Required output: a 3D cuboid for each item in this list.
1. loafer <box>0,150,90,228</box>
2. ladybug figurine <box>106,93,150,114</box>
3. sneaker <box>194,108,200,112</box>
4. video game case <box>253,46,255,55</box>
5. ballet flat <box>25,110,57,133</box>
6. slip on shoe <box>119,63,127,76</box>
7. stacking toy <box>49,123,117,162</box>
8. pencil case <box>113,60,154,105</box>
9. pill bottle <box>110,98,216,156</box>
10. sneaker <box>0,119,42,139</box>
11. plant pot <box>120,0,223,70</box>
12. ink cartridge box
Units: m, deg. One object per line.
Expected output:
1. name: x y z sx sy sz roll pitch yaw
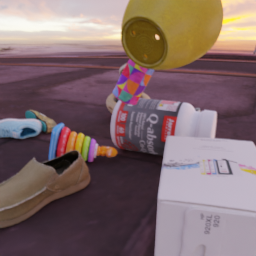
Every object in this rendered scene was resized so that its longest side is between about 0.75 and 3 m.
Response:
1. loafer: -2.042 1.174 6.023 1.044 0.926 2.745 16 25 38
2. ladybug figurine: 0.026 -0.861 11.472 1.638 0.868 2.414 -26 35 -18
3. sneaker: 2.267 -0.593 11.400 1.502 0.532 0.548 -4 22 -24
4. video game case: 4.643 -3.104 9.917 0.077 0.856 0.613 19 -5 15
5. ballet flat: -3.269 -0.254 10.602 0.618 0.618 1.747 -17 31 -40
6. slip on shoe: 0.592 -2.725 11.927 2.146 0.816 0.650 -24 44 -4
7. stacking toy: -1.230 0.584 7.927 1.856 1.018 1.077 10 15 -5
8. pencil case: 0.247 -1.389 6.733 0.750 1.698 0.750 25 16 -8
9. pill bottle: 1.052 0.008 8.237 2.824 1.636 1.636 8 21 21
10. sneaker: -3.870 0.080 9.566 1.741 0.643 0.713 -10 28 -10
11. plant pot: 0.546 -1.656 4.688 1.701 1.701 1.207 13 44 33
12. ink cartridge box: 1.319 1.320 4.524 1.625 1.654 2.247 4 21 10
